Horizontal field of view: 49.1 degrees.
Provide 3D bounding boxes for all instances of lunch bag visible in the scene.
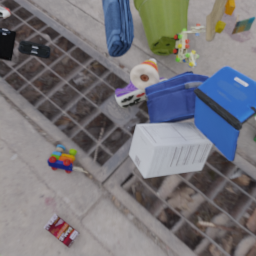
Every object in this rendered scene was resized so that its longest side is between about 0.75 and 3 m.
[{"bbox_3d":[1.441,-0.855,7.793,1.901,1.291,1.258,-14,83,40],"label":"lunch bag"}]

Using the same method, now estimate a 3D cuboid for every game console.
[{"bbox_3d":[2.177,-0.354,6.052,1.371,0.951,1.607,-39,38,6],"label":"game console"},{"bbox_3d":[-3.438,-2.559,9.025,1.807,0.218,1.066,9,66,-20],"label":"game console"}]

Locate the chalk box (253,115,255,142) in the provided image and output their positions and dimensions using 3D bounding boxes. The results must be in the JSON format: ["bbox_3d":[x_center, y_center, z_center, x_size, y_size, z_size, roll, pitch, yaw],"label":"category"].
[{"bbox_3d":[5.581,-0.099,9.358,2.834,1.756,1.769,35,68,16],"label":"chalk box"}]

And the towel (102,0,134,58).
[{"bbox_3d":[-0.348,-3.720,8.301,0.721,1.658,2.969,-7,92,-12],"label":"towel"}]

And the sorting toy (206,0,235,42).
[{"bbox_3d":[2.759,-3.466,8.100,0.334,1.856,2.491,15,49,-1],"label":"sorting toy"}]

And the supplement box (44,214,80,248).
[{"bbox_3d":[-2.020,3.137,8.549,0.960,0.292,0.522,32,68,14],"label":"supplement box"}]

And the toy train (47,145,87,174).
[{"bbox_3d":[-1.927,1.071,9.484,1.407,0.596,0.814,11,50,5],"label":"toy train"}]

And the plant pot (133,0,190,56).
[{"bbox_3d":[1.502,-4.296,11.406,2.422,2.422,2.300,-4,77,-2],"label":"plant pot"}]

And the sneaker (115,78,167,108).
[{"bbox_3d":[0.496,-1.540,10.630,2.120,0.855,0.885,-19,59,-9],"label":"sneaker"}]

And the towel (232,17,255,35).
[{"bbox_3d":[4.263,-3.782,10.360,0.806,0.591,0.087,-18,61,-13],"label":"towel"}]

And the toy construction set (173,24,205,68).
[{"bbox_3d":[1.933,-2.648,9.002,0.662,0.942,1.436,12,93,-37],"label":"toy construction set"}]

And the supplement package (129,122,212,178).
[{"bbox_3d":[1.109,0.538,7.355,1.808,0.990,1.028,-2,34,-25],"label":"supplement package"}]

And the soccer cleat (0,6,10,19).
[{"bbox_3d":[-5.972,-5.373,12.774,1.248,0.428,0.532,27,62,8],"label":"soccer cleat"}]

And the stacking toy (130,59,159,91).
[{"bbox_3d":[0.623,-1.801,8.613,0.886,0.886,1.213,15,45,8],"label":"stacking toy"}]
